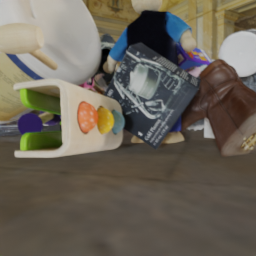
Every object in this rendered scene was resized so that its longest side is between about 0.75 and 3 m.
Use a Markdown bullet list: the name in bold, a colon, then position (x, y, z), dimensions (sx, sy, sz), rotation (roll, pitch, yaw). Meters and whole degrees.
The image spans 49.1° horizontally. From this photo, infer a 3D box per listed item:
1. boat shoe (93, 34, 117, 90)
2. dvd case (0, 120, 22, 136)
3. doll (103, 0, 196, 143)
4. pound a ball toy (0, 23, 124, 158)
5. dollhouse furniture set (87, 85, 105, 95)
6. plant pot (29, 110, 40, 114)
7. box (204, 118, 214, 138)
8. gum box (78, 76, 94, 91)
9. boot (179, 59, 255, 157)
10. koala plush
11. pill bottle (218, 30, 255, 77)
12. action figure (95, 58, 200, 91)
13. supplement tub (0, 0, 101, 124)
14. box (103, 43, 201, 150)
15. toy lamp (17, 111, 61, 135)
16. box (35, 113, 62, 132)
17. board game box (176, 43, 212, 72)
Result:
- **boat shoe**: position (-0.767, -2.399, 9.356), dimensions (0.936, 2.500, 0.773), rotation (10, -36, -4)
- **dvd case**: position (-3.421, -0.032, 7.377), dimensions (2.124, 0.228, 2.856), rotation (-2, 6, -22)
- **doll**: position (0.351, -1.183, 5.163), dimensions (1.966, 2.881, 0.698), rotation (0, 5, 37)
- **pound a ball toy**: position (-0.596, -0.306, 3.198), dimensions (0.788, 1.209, 1.854), rotation (-3, -3, 16)
- **dollhouse furniture set**: position (-0.895, -0.441, 5.944), dimensions (0.558, 1.083, 1.071), rotation (38, -20, -22)
- **plant pot**: position (-2.465, -0.830, 8.224), dimensions (1.442, 1.662, 1.662), rotation (27, 18, 26)
- **box**: position (2.295, -0.123, 6.086), dimensions (0.807, 0.633, 1.298), rotation (4, 6, 39)
- **gum box**: position (-2.349, -1.966, 10.263), dimensions (2.424, 1.375, 0.801), rotation (2, 6, 23)
- **boot**: position (1.285, -0.040, 4.517), dimensions (0.650, 1.886, 2.023), rotation (24, 29, -21)
- **koala plush**: position (2.445, -0.850, 7.330), dimensions (2.273, 2.016, 2.089), rotation (-1, 32, -32)
- **pill bottle**: position (2.886, -1.844, 6.736), dimensions (0.987, 0.987, 1.859), rotation (3, 19, 32)
- **action figure**: position (0.233, -0.793, 6.385), dimensions (1.801, 2.419, 1.620), rotation (33, 18, 4)
- **supplement tub**: position (-2.229, -1.323, 5.277), dimensions (2.972, 2.146, 2.146), rotation (-21, -6, 31)
- **box**: position (0.312, -0.497, 4.276), dimensions (1.119, 1.139, 0.706), rotation (33, 25, 4)
- **toy lamp**: position (-1.178, -0.132, 3.952), dimensions (0.349, 0.349, 1.198), rotation (0, 13, 0)
- **box**: position (-1.520, -0.033, 5.558), dimensions (0.469, 0.560, 0.754), rotation (0, 6, -6)
- **board game box**: position (0.814, -1.054, 7.727), dimensions (2.811, 0.629, 1.890), rotation (-41, -19, 32)
